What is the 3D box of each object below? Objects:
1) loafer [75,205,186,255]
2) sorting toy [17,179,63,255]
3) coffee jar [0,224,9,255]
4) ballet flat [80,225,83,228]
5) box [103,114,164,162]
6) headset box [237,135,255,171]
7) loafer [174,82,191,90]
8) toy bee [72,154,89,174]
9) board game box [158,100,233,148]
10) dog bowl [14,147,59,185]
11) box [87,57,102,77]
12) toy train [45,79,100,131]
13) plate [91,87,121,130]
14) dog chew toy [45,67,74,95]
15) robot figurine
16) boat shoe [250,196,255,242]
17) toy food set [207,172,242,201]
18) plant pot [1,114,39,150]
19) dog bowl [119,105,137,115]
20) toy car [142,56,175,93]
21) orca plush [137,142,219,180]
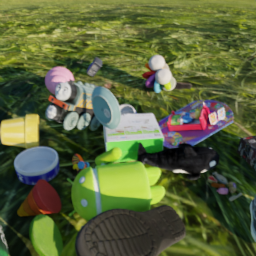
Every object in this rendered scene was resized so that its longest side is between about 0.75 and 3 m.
[{"bbox_3d":[0.074,2.305,5.587,2.973,1.061,1.085,13,39,-48],"label":"loafer"},{"bbox_3d":[-2.232,2.558,6.532,1.025,1.032,2.977,-31,36,6],"label":"sorting toy"},{"bbox_3d":[-3.014,2.631,5.550,1.186,1.450,2.780,-17,36,-27],"label":"coffee jar"},{"bbox_3d":[-0.579,2.857,5.767,0.757,0.766,2.251,-20,32,-37],"label":"ballet flat"},{"bbox_3d":[0.114,0.289,9.875,1.906,0.922,1.682,-5,32,-8],"label":"box"},{"bbox_3d":[4.636,0.949,9.044,1.315,0.663,1.769,-8,32,-14],"label":"headset box"},{"bbox_3d":[2.781,-2.178,14.544,0.983,0.359,0.349,8,21,4],"label":"loafer"},{"bbox_3d":[-1.447,1.267,8.539,0.625,0.519,0.955,32,8,-41],"label":"toy bee"},{"bbox_3d":[2.286,-0.405,10.372,2.919,0.568,2.306,-29,32,-7],"label":"board game box"},{"bbox_3d":[-2.855,1.173,8.826,1.309,0.516,1.309,0,31,0],"label":"dog bowl"},{"bbox_3d":[-1.903,-3.450,15.898,0.467,0.896,0.663,30,33,-20],"label":"box"},{"bbox_3d":[-1.764,-0.849,10.268,1.254,1.677,2.942,27,10,24],"label":"toy train"},{"bbox_3d":[-0.793,-0.603,9.039,0.188,1.472,1.472,-27,41,-37],"label":"plate"},{"bbox_3d":[-3.221,-2.108,13.127,1.362,1.362,2.188,-7,18,-11],"label":"dog chew toy"},{"bbox_3d":[-0.332,1.630,7.203,2.416,1.398,2.120,-5,63,-10],"label":"robot figurine"},{"bbox_3d":[3.415,2.263,6.996,0.584,0.552,1.628,9,32,14],"label":"boat shoe"},{"bbox_3d":[2.797,1.687,8.314,0.694,0.172,1.092,-18,36,-27],"label":"toy food set"},{"bbox_3d":[-3.713,0.145,9.672,1.171,1.245,1.245,0,30,-16],"label":"plant pot"},{"bbox_3d":[-0.125,-0.405,11.033,0.981,0.386,0.981,-11,61,21],"label":"dog bowl"},{"bbox_3d":[1.430,-2.562,13.964,1.396,1.629,1.861,-28,73,14],"label":"toy car"},{"bbox_3d":[1.634,0.733,8.743,2.638,0.938,1.388,13,47,5],"label":"orca plush"}]
